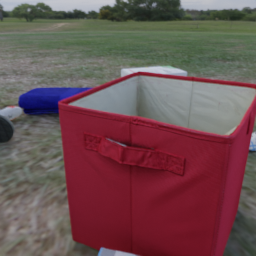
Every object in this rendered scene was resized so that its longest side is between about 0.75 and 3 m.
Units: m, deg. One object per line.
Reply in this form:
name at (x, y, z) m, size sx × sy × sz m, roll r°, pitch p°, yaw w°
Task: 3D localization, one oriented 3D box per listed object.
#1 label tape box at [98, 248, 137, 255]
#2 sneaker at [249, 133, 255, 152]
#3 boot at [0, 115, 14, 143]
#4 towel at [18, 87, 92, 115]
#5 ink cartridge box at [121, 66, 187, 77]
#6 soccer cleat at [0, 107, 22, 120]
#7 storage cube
label tape box at (0.552, 2.069, 2.441) m, size 2.204 × 0.728 × 1.579 m, roll 4°, pitch 23°, yaw 14°
sneaker at (3.392, 0.238, 6.947) m, size 1.637 × 0.593 × 0.588 m, roll -3°, pitch 24°, yaw -4°
boot at (-4.143, -0.554, 7.868) m, size 2.742 × 0.928 × 1.791 m, roll 13°, pitch 29°, yaw 7°
towel at (-2.128, -0.957, 9.781) m, size 2.803 × 0.695 × 2.070 m, roll 1°, pitch 16°, yaw 1°
ink cartridge box at (0.990, -1.885, 11.433) m, size 2.259 × 0.988 × 1.641 m, roll -6°, pitch 23°, yaw -18°
soccer cleat at (-3.837, -0.322, 8.434) m, size 1.269 × 0.436 × 0.541 m, roll -16°, pitch 27°, yaw -24°
storage cube at (0.567, 0.528, 4.159) m, size 2.115 × 2.224 × 2.474 m, roll 12°, pitch 25°, yaw 27°
